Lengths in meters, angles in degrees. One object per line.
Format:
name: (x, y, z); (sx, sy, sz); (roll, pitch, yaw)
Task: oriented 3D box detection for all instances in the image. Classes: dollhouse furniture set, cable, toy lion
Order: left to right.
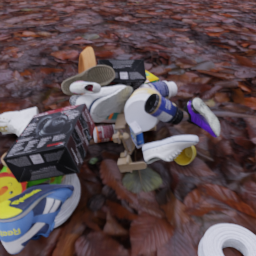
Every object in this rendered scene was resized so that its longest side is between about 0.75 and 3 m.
toy lion: (-3.256, 1.814, 8.285); (2.269, 0.779, 2.175); (7, 47, 7)
cable: (-2.950, 2.037, 9.183); (2.747, 0.951, 2.746); (18, 40, 23)
dollhouse furniture set: (0.282, 0.277, 11.032); (1.222, 1.431, 2.760); (-9, 34, 16)
cable: (2.812, 3.448, 7.539); (1.788, 0.619, 1.787); (13, 38, 17)

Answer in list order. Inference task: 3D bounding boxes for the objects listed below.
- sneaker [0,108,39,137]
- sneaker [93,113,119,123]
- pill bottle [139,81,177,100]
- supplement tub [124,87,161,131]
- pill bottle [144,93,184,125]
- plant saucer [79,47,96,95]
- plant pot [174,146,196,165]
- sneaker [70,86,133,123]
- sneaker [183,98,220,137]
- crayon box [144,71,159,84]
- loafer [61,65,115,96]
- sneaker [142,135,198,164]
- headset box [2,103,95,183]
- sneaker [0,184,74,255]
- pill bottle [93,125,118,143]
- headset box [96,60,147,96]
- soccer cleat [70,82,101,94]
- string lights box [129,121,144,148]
sneaker: (-4.684, 0.121, 11.830); (1.716, 1.094, 2.969); (-10, 28, -10)
sneaker: (-1.011, -0.848, 12.981); (2.449, 0.978, 0.874); (-3, 34, 3)
pill bottle: (1.339, -1.590, 12.373); (1.599, 0.888, 0.888); (-14, 38, -28)
supplement tub: (0.601, -0.716, 10.465); (1.352, 1.352, 1.859); (6, 20, 8)
pill bottle: (1.185, -0.569, 9.142); (1.253, 0.701, 0.701); (24, 26, -28)
plant saucer: (-1.845, -2.282, 12.446); (0.473, 2.529, 2.529); (-3, 36, -17)
plant pot: (2.262, 0.951, 10.868); (0.924, 0.924, 0.656); (32, 21, 36)
sneaker: (-0.860, -1.146, 10.615); (1.196, 1.135, 2.971); (23, 23, 23)
sneaker: (2.586, -0.289, 10.009); (0.831, 1.671, 0.581); (-26, 21, 45)
crayon box: (0.744, -2.812, 16.144); (1.156, 0.567, 1.946); (-20, 41, -25)
loafer: (-1.560, -1.840, 10.980); (2.151, 0.814, 0.734); (-20, -1, -11)
sneaker: (1.271, 0.684, 8.414); (1.829, 0.668, 0.648); (-18, 69, 34)
headset box: (-2.212, 0.315, 8.511); (1.934, 1.003, 2.598); (-12, 30, 12)
sneaker: (-1.791, 1.677, 5.614); (0.786, 0.874, 2.126); (-6, 5, 21)
pill bottle: (-0.838, 0.228, 11.908); (1.225, 0.671, 0.671); (-8, 37, -11)
headset box: (-0.577, -2.069, 12.854); (2.032, 2.731, 1.055); (-5, 79, -16)
soccer cleat: (-1.493, -1.346, 9.266); (1.225, 0.428, 0.529); (4, 3, 24)
string lights box: (0.293, 0.244, 9.405); (0.264, 0.895, 0.460); (-25, 52, -11)
